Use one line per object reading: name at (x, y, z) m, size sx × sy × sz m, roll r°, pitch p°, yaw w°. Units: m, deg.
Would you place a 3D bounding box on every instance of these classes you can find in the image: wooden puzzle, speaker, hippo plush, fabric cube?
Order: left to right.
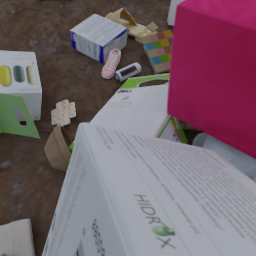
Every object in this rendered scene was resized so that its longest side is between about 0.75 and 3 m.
speaker at (-0.008, -1.699, 8.539) m, size 0.810 × 0.329 × 0.329 m, roll -29°, pitch 58°, yaw -21°
wooden puzzle at (1.235, -2.398, 8.794) m, size 1.328 × 0.157 × 2.240 m, roll -17°, pitch 74°, yaw -14°
hippo plush at (1.966, 0.503, 5.835) m, size 2.428 × 1.952 × 1.934 m, roll -2°, pitch 53°, yaw -1°
fabric cube at (2.098, -1.025, 4.529) m, size 2.067 × 2.035 × 2.074 m, roll 31°, pitch 52°, yaw 31°

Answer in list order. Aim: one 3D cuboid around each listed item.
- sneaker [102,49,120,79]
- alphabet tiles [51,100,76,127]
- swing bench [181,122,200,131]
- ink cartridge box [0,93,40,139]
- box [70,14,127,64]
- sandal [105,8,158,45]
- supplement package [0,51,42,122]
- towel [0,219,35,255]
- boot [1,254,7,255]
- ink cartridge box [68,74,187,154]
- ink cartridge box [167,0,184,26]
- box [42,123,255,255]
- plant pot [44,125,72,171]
sneaker at (-0.517, -2.022, 8.631) m, size 0.396 × 0.549 × 1.051 m, roll 20°, pitch 55°, yaw 3°
alphabet tiles at (-1.739, -0.393, 7.486) m, size 0.737 × 0.055 × 0.753 m, roll -19°, pitch 62°, yaw 16°
swing bench at (2.369, -0.614, 6.826) m, size 1.754 × 1.744 × 1.138 m, roll 19°, pitch 55°, yaw 15°
ink cartridge box at (-3.372, -0.227, 6.597) m, size 2.192 × 1.595 × 0.526 m, roll 12°, pitch 53°, yaw 10°
box at (-0.949, -2.942, 9.199) m, size 1.386 × 0.727 × 1.275 m, roll 31°, pitch 58°, yaw 20°
sandal at (-0.068, -3.714, 9.716) m, size 2.626 × 0.864 × 0.963 m, roll 26°, pitch 56°, yaw 18°
supplement package at (-2.939, -1.080, 7.305) m, size 1.130 × 1.122 × 1.489 m, roll -5°, pitch 56°, yaw -25°
towel at (-2.235, 2.499, 5.324) m, size 0.911 × 0.237 × 1.375 m, roll -11°, pitch 63°, yaw -10°
boot at (-1.972, 2.990, 4.677) m, size 1.347 × 0.489 × 1.224 m, roll 33°, pitch 46°, yaw -1°
ink cartridge box at (0.328, -0.084, 6.378) m, size 2.040 × 1.046 × 2.761 m, roll 1°, pitch 41°, yaw 38°
ink cartridge box at (2.970, -4.382, 10.021) m, size 2.668 × 1.120 × 1.932 m, roll 16°, pitch 51°, yaw 12°
box at (0.336, 1.725, 3.195) m, size 2.282 × 2.651 × 2.665 m, roll 13°, pitch 17°, yaw -21°
plant pot at (-1.523, 0.555, 6.352) m, size 0.534 × 1.156 × 1.156 m, roll -26°, pitch 56°, yaw -5°
